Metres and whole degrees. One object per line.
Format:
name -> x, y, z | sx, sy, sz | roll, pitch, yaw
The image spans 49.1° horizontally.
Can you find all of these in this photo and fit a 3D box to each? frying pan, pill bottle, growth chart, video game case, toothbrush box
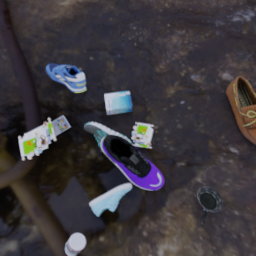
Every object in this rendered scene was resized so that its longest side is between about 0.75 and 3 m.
frying pan -> 2.754, 2.687, 9.375 | 0.933, 0.251, 1.542 | 15, 48, -8
pill bottle -> -1.674, 3.674, 8.750 | 0.518, 0.893, 0.518 | 14, 50, -17
growth chart -> -3.470, 0.472, 10.668 | 1.603, 0.142, 1.160 | -29, 66, 3
video game case -> -2.732, -0.065, 11.006 | 0.755, 0.068, 0.541 | -32, 90, -6
growth chart -> 0.539, 0.285, 10.806 | 0.871, 0.107, 1.204 | 2, 52, 12
toothbrush box -> -0.405, -1.013, 11.402 | 1.046, 0.446, 0.766 | -9, 67, -4

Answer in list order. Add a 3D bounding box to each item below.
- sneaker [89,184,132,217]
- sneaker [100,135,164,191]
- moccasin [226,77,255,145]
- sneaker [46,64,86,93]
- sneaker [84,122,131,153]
sneaker -> -0.495, 2.470, 9.520 | 1.591, 0.588, 0.652 | -30, 74, 2
sneaker -> 0.171, 1.197, 9.497 | 2.683, 1.334, 0.933 | 39, 74, -1
moccasin -> 4.800, -0.651, 10.837 | 1.094, 1.154, 2.990 | -7, 64, -4
sneaker -> -2.496, -2.224, 11.337 | 2.119, 0.872, 0.784 | 30, 45, 23
sneaker -> -0.900, 0.469, 10.564 | 1.976, 0.767, 0.901 | 25, 73, 16
